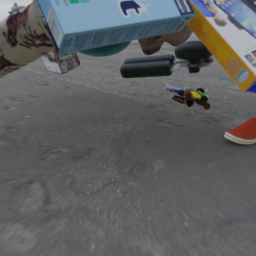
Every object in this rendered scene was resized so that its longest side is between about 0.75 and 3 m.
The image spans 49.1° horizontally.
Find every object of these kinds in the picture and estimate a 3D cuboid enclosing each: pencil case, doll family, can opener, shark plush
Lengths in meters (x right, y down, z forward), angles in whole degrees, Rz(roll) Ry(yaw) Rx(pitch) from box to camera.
[{"bbox_3d":[-2.620,-1.722,6.110,2.732,1.063,1.222,-21,2,19],"label":"pencil case"},{"bbox_3d":[0.952,-0.476,4.310,0.861,0.338,0.498,-3,26,-29],"label":"doll family"},{"bbox_3d":[0.830,-1.540,6.361,2.191,0.728,0.577,-2,38,28],"label":"can opener"},{"bbox_3d":[-3.547,-3.748,8.898,0.355,0.388,0.853,9,28,5],"label":"shark plush"}]

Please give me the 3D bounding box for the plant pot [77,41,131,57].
[{"bbox_3d":[-0.953,-3.653,8.722,2.239,2.239,1.797,0,63,-1],"label":"plant pot"}]

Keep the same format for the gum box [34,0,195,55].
[{"bbox_3d":[-0.360,-2.513,4.707,2.540,2.158,0.566,-20,-9,-29],"label":"gum box"}]

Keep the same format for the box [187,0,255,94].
[{"bbox_3d":[2.229,-1.788,5.353,1.510,0.526,2.536,-26,69,-21],"label":"box"}]

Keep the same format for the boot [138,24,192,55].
[{"bbox_3d":[1.342,-3.283,8.376,2.651,1.938,0.931,-40,76,-15],"label":"boot"}]

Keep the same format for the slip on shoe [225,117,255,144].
[{"bbox_3d":[3.056,0.002,6.874,1.753,0.536,0.649,-12,25,-26],"label":"slip on shoe"}]

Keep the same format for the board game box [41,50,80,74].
[{"bbox_3d":[-2.547,-2.793,9.666,0.775,1.600,1.275,-37,37,-27],"label":"board game box"}]
